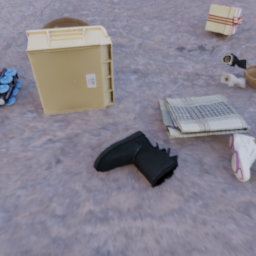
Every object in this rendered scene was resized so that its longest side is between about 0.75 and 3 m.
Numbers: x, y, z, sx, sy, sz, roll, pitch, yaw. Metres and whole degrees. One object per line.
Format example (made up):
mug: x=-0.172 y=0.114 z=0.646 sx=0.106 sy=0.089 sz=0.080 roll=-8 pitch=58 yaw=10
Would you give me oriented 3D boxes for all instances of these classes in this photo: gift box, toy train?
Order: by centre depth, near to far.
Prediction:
toy train: x=-4.364 y=-1.386 z=9.621 sx=1.020 sy=0.774 sz=1.785 roll=-6 pitch=44 yaw=2
gift box: x=4.464 y=-4.902 z=12.960 sx=1.325 sy=1.419 sz=1.309 roll=22 pitch=35 yaw=26

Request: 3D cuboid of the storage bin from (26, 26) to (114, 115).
storage bin: x=-1.708 y=-1.761 z=8.796 sx=2.391 sy=2.408 sz=1.129 roll=-7 pitch=45 yaw=-8

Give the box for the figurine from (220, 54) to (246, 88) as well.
figurine: x=3.805 y=-1.960 z=9.862 sx=1.088 sy=1.115 sz=0.480 roll=2 pitch=2 yaw=-34

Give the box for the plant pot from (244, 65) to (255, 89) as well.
plant pot: x=4.777 y=-1.762 z=10.116 sx=1.187 sy=0.548 sz=1.187 roll=-2 pitch=40 yaw=2

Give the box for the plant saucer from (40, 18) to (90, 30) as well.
plant saucer: x=-2.358 y=-3.432 z=11.229 sx=2.704 sy=0.398 sz=2.704 roll=4 pitch=66 yaw=-10

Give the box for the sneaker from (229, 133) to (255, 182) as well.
sneaker: x=3.178 y=0.732 z=7.478 sx=0.803 sy=0.603 sz=1.612 roll=8 pitch=44 yaw=7

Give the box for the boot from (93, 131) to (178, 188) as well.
boot: x=0.255 y=0.945 z=7.254 sx=1.856 sy=0.687 sz=1.521 roll=-30 pitch=56 yaw=-28

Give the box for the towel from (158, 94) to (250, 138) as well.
towel: x=2.145 y=-0.465 z=8.547 sx=2.305 sy=0.398 sz=2.220 roll=-5 pitch=33 yaw=-1
